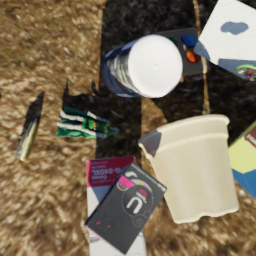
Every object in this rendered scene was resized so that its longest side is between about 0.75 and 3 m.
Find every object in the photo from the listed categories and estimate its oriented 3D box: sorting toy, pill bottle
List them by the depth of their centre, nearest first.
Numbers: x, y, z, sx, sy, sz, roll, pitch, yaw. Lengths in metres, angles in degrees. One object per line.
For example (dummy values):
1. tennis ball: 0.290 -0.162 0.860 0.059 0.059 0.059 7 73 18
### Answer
1. pill bottle: 0.128 -1.571 7.686 1.463 2.755 1.463 -3 98 -23
2. sorting toy: 1.436 -2.565 9.530 2.371 0.317 1.766 -8 70 -3

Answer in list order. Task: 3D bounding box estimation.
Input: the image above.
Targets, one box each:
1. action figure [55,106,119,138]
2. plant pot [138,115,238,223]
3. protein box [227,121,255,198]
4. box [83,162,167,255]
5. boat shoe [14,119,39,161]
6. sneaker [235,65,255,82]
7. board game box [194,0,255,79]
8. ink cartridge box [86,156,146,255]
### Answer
1. action figure: -1.195 -0.082 8.567 1.861 0.509 1.099 11 67 0
2. plant pot: 1.583 1.081 6.778 2.297 2.297 2.102 -12 73 -4
3. protein box: 3.944 0.409 7.403 2.296 2.279 1.549 -39 75 -13
4. box: -0.065 1.543 5.468 0.908 0.788 1.485 37 69 0
5. boat shoe: -3.057 0.316 8.406 0.436 0.474 1.327 13 75 0
6. sneaker: 2.765 -1.222 6.305 0.769 0.295 0.322 19 98 38
7. board game box: 2.920 -2.428 7.612 1.737 1.737 0.225 31 47 8
8. ink cartridge box: -0.291 2.355 6.782 1.198 2.087 2.874 -4 69 -3
